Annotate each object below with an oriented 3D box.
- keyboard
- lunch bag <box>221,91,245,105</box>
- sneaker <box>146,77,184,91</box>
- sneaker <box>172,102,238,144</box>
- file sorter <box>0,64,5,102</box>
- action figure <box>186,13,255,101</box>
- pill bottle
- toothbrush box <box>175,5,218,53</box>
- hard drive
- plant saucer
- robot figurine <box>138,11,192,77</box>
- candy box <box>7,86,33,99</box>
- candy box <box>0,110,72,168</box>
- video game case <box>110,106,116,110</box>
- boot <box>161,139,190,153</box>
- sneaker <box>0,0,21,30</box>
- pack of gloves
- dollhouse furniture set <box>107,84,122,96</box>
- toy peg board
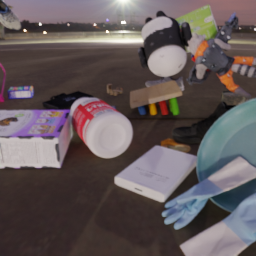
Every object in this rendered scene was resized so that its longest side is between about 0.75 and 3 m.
[{"bbox_3d":[-3.110,-1.388,14.208,1.569,0.335,2.614,19,28,26],"label":"keyboard"},{"bbox_3d":[5.119,-1.433,13.751,1.033,0.741,1.260,6,18,13],"label":"lunch bag"},{"bbox_3d":[2.176,-2.707,16.616,2.263,0.928,0.846,3,22,7],"label":"sneaker"},{"bbox_3d":[3.058,-0.239,9.646,2.989,1.559,0.897,5,22,11],"label":"sneaker"},{"bbox_3d":[-7.885,-2.528,13.751,2.986,1.873,2.075,-1,-21,-1],"label":"file sorter"},{"bbox_3d":[3.191,-2.385,8.927,2.624,2.713,1.419,26,7,1],"label":"action figure"},{"bbox_3d":[-1.063,-0.159,9.545,1.490,1.490,2.655,-11,25,-25],"label":"pill bottle"},{"bbox_3d":[2.836,-4.204,12.218,1.911,1.391,0.823,-15,50,24],"label":"toothbrush box"},{"bbox_3d":[0.862,1.176,7.831,1.461,0.291,2.216,14,26,31],"label":"hard drive"},{"bbox_3d":[2.944,0.613,6.262,0.530,2.951,2.951,38,1,-32],"label":"plant saucer"},{"bbox_3d":[1.388,-3.234,10.924,1.567,2.511,1.886,-4,-20,-18],"label":"robot figurine"},{"bbox_3d":[-5.867,-1.940,15.336,1.211,0.466,1.024,-4,21,-12],"label":"candy box"},{"bbox_3d":[-3.465,0.271,9.057,2.943,1.053,2.469,0,22,-2],"label":"candy box"},{"bbox_3d":[-1.282,-0.829,13.041,1.415,0.134,1.011,1,22,0],"label":"video game case"},{"bbox_3d":[1.555,0.561,9.299,0.938,0.330,0.672,-3,25,6],"label":"boot"},{"bbox_3d":[-2.608,-2.417,5.912,0.358,0.929,0.396,-46,49,-6],"label":"sneaker"},{"bbox_3d":[1.877,1.477,5.620,2.418,0.477,2.031,-32,23,-7],"label":"pack of gloves"},{"bbox_3d":[-0.815,-2.195,15.940,0.755,0.491,0.693,12,25,28],"label":"dollhouse furniture set"},{"bbox_3d":[1.317,-1.195,13.086,2.258,1.109,2.267,-14,20,6],"label":"toy peg board"}]
